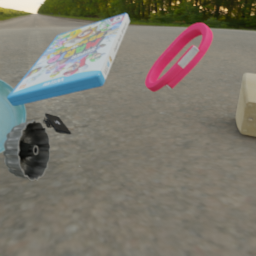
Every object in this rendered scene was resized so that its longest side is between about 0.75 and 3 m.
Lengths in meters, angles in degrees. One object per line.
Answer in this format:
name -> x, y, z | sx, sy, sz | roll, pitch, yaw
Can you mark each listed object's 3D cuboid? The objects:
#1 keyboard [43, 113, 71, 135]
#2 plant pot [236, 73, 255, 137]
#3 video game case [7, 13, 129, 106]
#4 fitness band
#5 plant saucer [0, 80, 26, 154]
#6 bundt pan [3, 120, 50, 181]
keyboard -> -2.386, -0.084, 8.979 | 0.742, 0.282, 1.425 | 18, 12, -35
plant pot -> 5.478, -0.717, 11.224 | 2.196, 2.194, 1.944 | 13, 35, 23
video game case -> -1.058, -1.459, 5.612 | 1.866, 0.232, 2.607 | -9, 40, 20
fitness band -> 1.652, -2.316, 9.475 | 0.517, 2.762, 1.984 | 36, 24, -21
plant saucer -> -3.742, -0.233, 6.205 | 2.786, 0.382, 2.786 | 12, 47, -13
bundt pan -> -1.567, 0.349, 4.300 | 0.351, 0.935, 0.935 | -2, 25, 13
